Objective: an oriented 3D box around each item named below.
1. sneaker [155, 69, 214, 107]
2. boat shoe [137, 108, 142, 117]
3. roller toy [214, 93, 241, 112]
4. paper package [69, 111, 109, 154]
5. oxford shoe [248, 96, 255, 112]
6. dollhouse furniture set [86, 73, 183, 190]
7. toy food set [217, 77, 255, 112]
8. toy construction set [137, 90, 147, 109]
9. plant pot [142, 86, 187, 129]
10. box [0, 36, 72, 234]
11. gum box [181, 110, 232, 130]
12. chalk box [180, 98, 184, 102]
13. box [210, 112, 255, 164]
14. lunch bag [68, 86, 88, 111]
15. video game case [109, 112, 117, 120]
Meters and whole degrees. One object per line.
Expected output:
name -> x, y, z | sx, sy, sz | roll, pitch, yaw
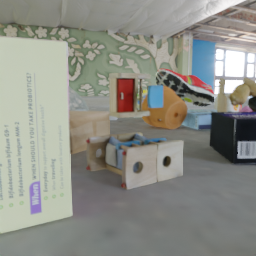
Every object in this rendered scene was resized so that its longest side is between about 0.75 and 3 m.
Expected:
sneaker -> 2.519, -1.936, 12.567 | 2.947, 1.251, 1.135 | 23, -41, -16
boat shoe -> 0.371, -0.611, 11.361 | 0.363, 0.308, 0.997 | -4, -6, 9
roller toy -> 4.048, -0.904, 11.273 | 1.135, 1.035, 0.793 | -7, 11, -41
paper package -> -1.220, 0.033, 5.805 | 1.286, 0.698, 1.349 | 5, 10, 30
oxford shoe -> 4.785, -0.456, 8.402 | 2.600, 1.098, 0.945 | 4, 38, -7
dollhouse furniture set -> 0.065, -0.052, 3.839 | 0.982, 1.401, 0.987 | -6, 10, -36
toy food set -> 3.814, -0.574, 7.757 | 2.706, 1.720, 0.426 | 9, -26, 6
toy construction set -> 1.188, -1.118, 12.159 | 2.367, 1.090, 1.552 | 7, -16, -33
plant pot -> 1.151, -0.534, 8.392 | 1.277, 1.277, 0.894 | -5, 26, -34
box -> -1.478, 0.059, 2.378 | 1.795, 1.579, 0.868 | -6, 10, -30
gum box -> 2.663, -0.306, 9.027 | 1.747, 0.458, 2.057 | -1, 8, -9
chalk box -> 1.641, -0.862, 11.379 | 0.762, 0.768, 1.230 | 20, 17, 30
box -> 2.633, 0.121, 4.986 | 1.987, 0.784, 1.402 | 0, 5, 1
lunch bag -> -2.691, -0.607, 7.224 | 2.780, 1.634, 2.280 | 11, 11, 27
video game case -> -1.414, -0.481, 11.329 | 1.604, 0.206, 1.765 | -2, 9, -15
